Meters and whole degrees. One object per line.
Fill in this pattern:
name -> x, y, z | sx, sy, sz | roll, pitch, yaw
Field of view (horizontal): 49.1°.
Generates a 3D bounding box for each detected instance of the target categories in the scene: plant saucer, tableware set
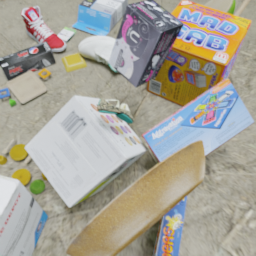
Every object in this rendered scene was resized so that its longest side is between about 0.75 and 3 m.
plant saucer -> 0.311, 1.300, 4.523 | 2.765, 2.765, 0.490 | -33, 70, -21
plant saucer -> -2.208, -2.714, 11.378 | 0.869, 0.211, 0.869 | -19, 58, -13
tableware set -> -3.207, 1.222, 8.679 | 1.895, 0.291, 1.277 | 22, 61, 13

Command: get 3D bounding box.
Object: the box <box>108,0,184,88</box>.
box -> 0.335, -1.928, 6.476 | 1.049, 1.588, 0.911 | 43, 48, 14

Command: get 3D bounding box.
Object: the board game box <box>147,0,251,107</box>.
board game box -> 2.344, -2.429, 9.804 | 2.459, 2.461, 2.460 | 26, 60, 17

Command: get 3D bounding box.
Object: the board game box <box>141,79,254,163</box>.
board game box -> 1.875, 0.021, 7.496 | 2.758, 0.268, 1.420 | -33, 96, -4

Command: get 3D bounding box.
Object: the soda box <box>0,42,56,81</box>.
soda box -> -3.955, -2.631, 11.009 | 2.015, 0.713, 0.638 | -25, 58, -16

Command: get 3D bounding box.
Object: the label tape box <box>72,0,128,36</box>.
label tape box -> -1.277, -5.314, 12.811 | 1.702, 0.786, 2.376 | 23, 57, 15

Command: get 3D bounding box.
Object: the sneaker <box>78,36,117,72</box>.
sneaker -> -0.619, -2.742, 10.979 | 2.856, 1.074, 1.264 | 7, 67, 4

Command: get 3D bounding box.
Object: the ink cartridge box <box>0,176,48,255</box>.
ink cartridge box -> -2.975, 2.397, 6.460 | 1.074, 2.550, 1.844 | 12, 57, 8

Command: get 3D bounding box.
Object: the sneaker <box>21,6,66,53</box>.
sneaker -> -3.586, -4.149, 11.671 | 2.367, 1.331, 0.843 | 35, 62, 21

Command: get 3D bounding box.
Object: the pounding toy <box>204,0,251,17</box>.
pounding toy -> 3.901, -4.264, 11.653 | 2.252, 1.354, 2.917 | -52, 27, 3

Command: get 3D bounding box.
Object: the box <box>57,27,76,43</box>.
box -> -2.729, -4.102, 12.369 | 0.581, 0.146, 0.805 | 22, 60, 14

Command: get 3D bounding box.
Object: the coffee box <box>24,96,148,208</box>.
coffee box -> -1.009, 0.546, 7.456 | 1.966, 1.944, 1.963 | -43, 78, 15

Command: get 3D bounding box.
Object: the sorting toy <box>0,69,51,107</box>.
sorting toy -> -3.778, -1.498, 10.518 | 2.082, 0.284, 1.172 | -34, 66, -21

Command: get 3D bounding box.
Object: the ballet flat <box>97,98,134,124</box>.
ballet flat -> -0.224, -0.401, 6.056 | 0.347, 1.024, 0.386 | -3, 73, 47

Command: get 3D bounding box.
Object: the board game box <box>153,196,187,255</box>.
board game box -> 0.927, 2.618, 6.645 | 0.465, 1.825, 2.696 | 12, 51, 9
